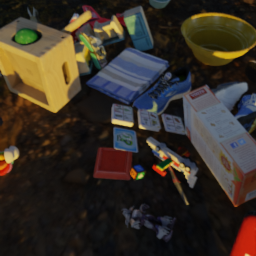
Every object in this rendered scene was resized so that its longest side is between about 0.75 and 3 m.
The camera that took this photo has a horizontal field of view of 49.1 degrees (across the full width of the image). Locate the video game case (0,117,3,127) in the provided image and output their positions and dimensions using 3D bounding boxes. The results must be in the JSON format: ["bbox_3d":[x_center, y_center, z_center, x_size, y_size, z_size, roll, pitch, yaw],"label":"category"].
[{"bbox_3d":[-4.934,0.343,8.083,1.855,0.262,2.053,-3,33,6],"label":"video game case"}]

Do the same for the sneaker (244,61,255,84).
[{"bbox_3d":[5.225,-1.847,10.316,0.903,0.680,1.931,-9,41,-37],"label":"sneaker"}]

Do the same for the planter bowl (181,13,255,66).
[{"bbox_3d":[3.466,-3.314,11.112,2.863,1.193,2.863,0,50,0],"label":"planter bowl"}]

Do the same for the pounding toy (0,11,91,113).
[{"bbox_3d":[-2.686,-2.389,9.206,2.618,2.844,2.022,25,54,20],"label":"pounding toy"}]

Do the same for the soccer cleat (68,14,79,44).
[{"bbox_3d":[-2.298,-4.059,11.629,0.497,1.449,0.617,9,59,-19],"label":"soccer cleat"}]

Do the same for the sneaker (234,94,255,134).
[{"bbox_3d":[3.750,-0.456,8.767,2.321,0.879,0.894,-21,54,-39],"label":"sneaker"}]

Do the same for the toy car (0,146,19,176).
[{"bbox_3d":[-3.472,0.930,7.692,0.833,0.714,0.952,-10,7,-5],"label":"toy car"}]

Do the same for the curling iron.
[{"bbox_3d":[1.329,1.449,7.523,0.168,0.325,1.312,-40,51,23],"label":"curling iron"}]

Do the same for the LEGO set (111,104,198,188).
[{"bbox_3d":[0.603,0.478,7.579,2.221,0.730,2.973,10,32,-10],"label":"LEGO set"}]

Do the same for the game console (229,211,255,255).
[{"bbox_3d":[3.196,2.421,5.344,2.154,2.499,1.483,20,39,26],"label":"game console"}]

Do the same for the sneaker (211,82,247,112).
[{"bbox_3d":[3.265,-0.997,9.380,2.115,0.921,0.788,-23,14,-30],"label":"sneaker"}]

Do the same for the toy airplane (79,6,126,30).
[{"bbox_3d":[-1.059,-4.954,12.975,2.756,0.507,2.756,1,52,-1],"label":"toy airplane"}]

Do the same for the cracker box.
[{"bbox_3d":[2.435,0.436,7.380,0.785,1.823,2.721,-25,53,-4],"label":"cracker box"}]

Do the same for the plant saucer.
[{"bbox_3d":[-0.426,0.975,8.062,1.040,0.191,1.038,3,49,3],"label":"plant saucer"}]

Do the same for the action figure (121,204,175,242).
[{"bbox_3d":[0.446,2.217,6.767,1.299,0.451,0.845,20,29,6],"label":"action figure"}]

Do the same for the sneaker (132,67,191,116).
[{"bbox_3d":[1.143,-1.323,9.411,2.544,1.134,0.999,-36,57,-24],"label":"sneaker"}]

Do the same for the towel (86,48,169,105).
[{"bbox_3d":[0.033,-2.076,10.585,2.043,0.331,2.781,27,53,22],"label":"towel"}]

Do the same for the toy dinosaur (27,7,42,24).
[{"bbox_3d":[-3.463,-3.650,11.369,0.853,1.133,2.216,-32,79,9],"label":"toy dinosaur"}]

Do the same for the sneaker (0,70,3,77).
[{"bbox_3d":[-4.696,-2.587,10.896,1.918,0.725,1.108,-9,44,-21],"label":"sneaker"}]

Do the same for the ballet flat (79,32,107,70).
[{"bbox_3d":[-1.221,-2.949,10.350,0.644,1.790,0.644,-9,57,14],"label":"ballet flat"}]

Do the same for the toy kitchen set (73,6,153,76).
[{"bbox_3d":[-0.580,-3.066,10.957,2.798,1.648,2.241,-11,47,18],"label":"toy kitchen set"}]

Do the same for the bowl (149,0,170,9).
[{"bbox_3d":[1.557,-6.526,14.140,1.243,0.650,1.243,2,64,-4],"label":"bowl"}]
